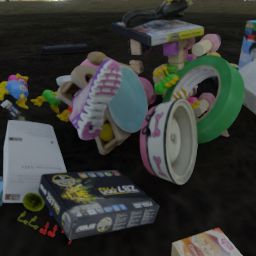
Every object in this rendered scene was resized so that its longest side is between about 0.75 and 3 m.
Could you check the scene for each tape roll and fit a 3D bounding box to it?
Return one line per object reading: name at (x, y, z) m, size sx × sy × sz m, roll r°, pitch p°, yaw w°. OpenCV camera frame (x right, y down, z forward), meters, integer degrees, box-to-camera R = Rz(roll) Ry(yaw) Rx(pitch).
tape roll at (1.939, -0.783, 7.651) m, size 0.574 × 2.390 × 2.390 m, roll 24°, pitch 14°, yaw -31°

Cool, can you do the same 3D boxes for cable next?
cable at (0.942, -3.725, 8.863) m, size 2.604 × 0.655 × 1.264 m, roll -21°, pitch -8°, yaw -10°

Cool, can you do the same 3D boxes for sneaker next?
sneaker at (-0.788, -0.672, 6.012) m, size 0.795 × 1.798 × 0.723 m, roll 36°, pitch 18°, yaw 35°

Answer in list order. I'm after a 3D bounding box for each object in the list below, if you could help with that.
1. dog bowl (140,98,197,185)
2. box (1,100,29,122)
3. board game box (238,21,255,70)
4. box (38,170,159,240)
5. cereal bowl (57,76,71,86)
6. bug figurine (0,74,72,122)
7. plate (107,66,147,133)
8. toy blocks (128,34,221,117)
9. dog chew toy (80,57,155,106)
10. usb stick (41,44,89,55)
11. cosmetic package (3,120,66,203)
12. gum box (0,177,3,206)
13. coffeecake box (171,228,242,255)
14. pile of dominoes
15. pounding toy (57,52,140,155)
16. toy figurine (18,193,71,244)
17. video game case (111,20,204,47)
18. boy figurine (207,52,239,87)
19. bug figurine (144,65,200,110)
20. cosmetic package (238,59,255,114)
dog bowl at (0.913, 0.286, 6.189) m, size 0.686 × 1.860 × 1.860 m, roll 1°, pitch 24°, yaw 32°
box at (-2.887, -0.160, 7.723) m, size 0.284 × 1.144 × 1.135 m, roll -43°, pitch 43°, yaw -13°
board game box at (5.477, -2.844, 11.288) m, size 0.474 × 2.592 × 1.960 m, roll -17°, pitch 31°, yaw -28°
box at (-0.523, 1.245, 4.919) m, size 1.696 × 0.416 × 1.367 m, roll 5°, pitch 20°, yaw -38°
cereal bowl at (-2.585, -1.934, 11.952) m, size 0.876 × 0.365 × 0.876 m, roll -1°, pitch 27°, yaw 0°
bug figurine at (-2.445, -0.869, 7.950) m, size 2.818 × 0.725 × 2.185 m, roll 20°, pitch 6°, yaw -46°
plate at (-0.067, -0.700, 6.969) m, size 0.214 × 1.676 × 1.676 m, roll -9°, pitch 18°, yaw 37°
toy blocks at (1.855, -2.111, 9.979) m, size 2.787 × 2.605 × 2.346 m, roll 14°, pitch 32°, yaw 32°
dog chew toy at (-0.416, -1.402, 9.593) m, size 2.826 × 1.760 × 1.760 m, roll 22°, pitch 34°, yaw 23°
usb stick at (-3.979, -4.999, 17.740) m, size 2.932 × 0.478 × 0.813 m, roll -9°, pitch 29°, yaw -16°
cosmetic package at (-2.135, 0.665, 6.202) m, size 1.117 × 0.814 × 2.198 m, roll 7°, pitch 22°, yaw -27°
gum box at (-3.071, 1.429, 5.552) m, size 1.069 × 0.280 × 1.259 m, roll 2°, pitch 28°, yaw 2°
coffeecake box at (1.230, 2.024, 4.362) m, size 0.885 × 0.323 × 0.680 m, roll -10°, pitch 29°, yaw -18°
pile of dominoes at (2.359, -0.166, 8.283) m, size 1.103 × 0.225 × 1.415 m, roll 14°, pitch 17°, yaw 8°
pounding toy at (-0.634, -0.933, 7.204) m, size 1.637 × 1.643 × 2.863 m, roll -3°, pitch 61°, yaw -49°
toy figurine at (-1.325, 1.584, 5.206) m, size 1.156 × 0.610 × 0.693 m, roll 17°, pitch -1°, yaw 11°
video game case at (0.913, -3.269, 9.259) m, size 2.127 × 0.300 × 2.354 m, roll -19°, pitch 36°, yaw -25°
boy figurine at (4.266, -2.761, 12.970) m, size 1.802 × 0.934 × 2.899 m, roll -2°, pitch 29°, yaw 4°
bug figurine at (0.900, -0.619, 7.922) m, size 1.915 × 0.635 × 2.469 m, roll -36°, pitch 56°, yaw 3°
cosmetic package at (4.222, -1.266, 8.903) m, size 1.146 × 1.145 × 1.389 m, roll -34°, pitch 38°, yaw 5°
